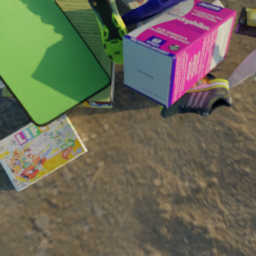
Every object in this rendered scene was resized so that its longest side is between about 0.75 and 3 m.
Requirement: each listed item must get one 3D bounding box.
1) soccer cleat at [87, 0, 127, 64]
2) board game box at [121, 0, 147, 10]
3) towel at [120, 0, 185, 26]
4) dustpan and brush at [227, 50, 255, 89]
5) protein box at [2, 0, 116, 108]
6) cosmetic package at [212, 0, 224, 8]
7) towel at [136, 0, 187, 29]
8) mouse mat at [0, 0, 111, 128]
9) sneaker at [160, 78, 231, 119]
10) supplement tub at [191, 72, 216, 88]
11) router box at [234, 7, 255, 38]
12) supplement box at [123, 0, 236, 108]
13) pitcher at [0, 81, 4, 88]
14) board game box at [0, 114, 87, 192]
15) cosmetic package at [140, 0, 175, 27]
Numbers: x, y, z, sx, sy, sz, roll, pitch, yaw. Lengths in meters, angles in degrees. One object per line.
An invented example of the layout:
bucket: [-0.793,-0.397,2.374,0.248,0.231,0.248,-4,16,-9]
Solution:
soccer cleat: [-0.429,-2.615,6.829,0.678,0.878,2.098,-14,115,16]
board game box: [0.167,-3.735,7.865,0.675,0.294,0.915,-36,44,8]
towel: [0.554,-2.996,6.951,1.109,1.502,0.372,-30,105,-38]
dustpan and brush: [3.787,-1.889,7.588,1.781,2.551,0.730,-32,70,-13]
protein box: [-1.813,-2.134,8.211,2.854,1.940,2.875,3,89,0]
cosmetic package: [2.563,-3.310,8.775,0.773,0.929,0.778,-39,93,-4]
towel: [1.119,-3.572,9.173,1.622,0.263,2.208,10,87,0]
mouse mat: [-1.968,-1.735,6.377,2.399,0.112,2.981,-39,94,-36]
sneaker: [1.697,-0.604,7.023,1.848,0.683,0.748,-21,57,13]
supplement tub: [1.893,-1.164,8.200,0.998,1.628,0.998,9,104,37]
router box: [3.692,-3.054,8.149,0.973,0.323,1.237,17,48,14]
supplement box: [1.291,-1.962,6.965,1.387,1.417,2.742,31,54,28]
pitcher: [-2.776,-1.497,6.546,1.877,1.138,1.610,-38,81,-17]
board game box: [-2.779,0.660,8.866,2.449,0.419,1.646,-31,87,-2]
cosmetic package: [0.872,-3.275,8.467,0.964,1.152,0.958,-1,83,-2]
